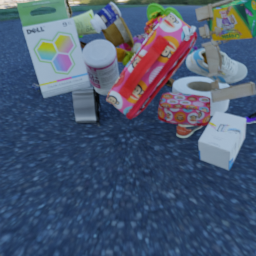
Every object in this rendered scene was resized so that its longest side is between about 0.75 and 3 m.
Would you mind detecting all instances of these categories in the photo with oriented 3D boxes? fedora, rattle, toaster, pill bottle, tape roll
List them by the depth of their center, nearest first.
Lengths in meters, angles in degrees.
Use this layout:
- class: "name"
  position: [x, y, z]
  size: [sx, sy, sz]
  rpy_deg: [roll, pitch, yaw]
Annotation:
- class: "pill bottle"
  position: [-0.684, -3.263, 8.336]
  size: [0.863, 0.499, 0.499]
  rpy_deg: [-40, 38, -2]
- class: "pill bottle"
  position: [-0.815, -1.857, 8.993]
  size: [1.005, 1.773, 1.005]
  rpy_deg: [-1, 65, 3]
- class: "rattle"
  position: [0.088, -1.897, 9.285]
  size: [1.301, 1.821, 1.185]
  rpy_deg: [2, -20, -37]
- class: "fedora"
  position: [-0.492, -3.425, 9.970]
  size: [0.748, 1.835, 1.835]
  rpy_deg: [-33, 34, 0]
- class: "toaster"
  position: [-1.563, -1.007, 10.859]
  size: [0.934, 1.423, 1.573]
  rpy_deg: [-4, 29, -1]
- class: "tape roll"
  position: [3.101, -1.414, 12.093]
  size: [2.457, 0.859, 2.457]
  rpy_deg: [0, 30, 0]

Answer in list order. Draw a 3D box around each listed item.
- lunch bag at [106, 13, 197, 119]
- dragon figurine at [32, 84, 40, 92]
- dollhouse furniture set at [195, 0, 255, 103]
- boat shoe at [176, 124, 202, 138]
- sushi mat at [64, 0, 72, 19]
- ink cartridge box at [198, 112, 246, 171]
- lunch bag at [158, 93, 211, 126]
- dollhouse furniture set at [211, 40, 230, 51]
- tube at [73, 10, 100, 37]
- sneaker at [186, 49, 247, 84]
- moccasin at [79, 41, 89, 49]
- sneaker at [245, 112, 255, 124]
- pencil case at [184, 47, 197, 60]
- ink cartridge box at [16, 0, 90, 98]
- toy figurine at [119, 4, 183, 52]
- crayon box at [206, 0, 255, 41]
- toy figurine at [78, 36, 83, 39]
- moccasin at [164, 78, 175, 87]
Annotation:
- class: "lunch bag"
  position: [0.515, -1.381, 6.369]
  size: [0.986, 2.407, 2.120]
  rpy_deg: [39, 18, 1]
- class: "dragon figurine"
  position: [-3.666, -2.138, 13.619]
  size: [1.981, 0.985, 0.583]
  rpy_deg: [4, 23, -32]
- class: "dollhouse furniture set"
  position: [2.789, -2.168, 8.054]
  size: [1.145, 2.585, 1.340]
  rpy_deg: [-10, 8, 20]
- class: "boat shoe"
  position: [2.337, -0.251, 10.343]
  size: [0.659, 0.580, 1.853]
  rpy_deg: [18, 33, 32]
- class: "sushi mat"
  position: [-2.257, -2.938, 9.163]
  size: [0.179, 2.957, 1.415]
  rpy_deg: [-4, 59, -26]
- class: "ink cartridge box"
  position: [2.172, 0.273, 6.450]
  size: [0.731, 0.744, 1.011]
  rpy_deg: [19, 57, 32]
- class: "lunch bag"
  position: [1.700, -0.650, 8.445]
  size: [1.525, 0.625, 1.343]
  rpy_deg: [8, 34, 12]
- class: "dollhouse furniture set"
  position: [3.941, -3.496, 11.079]
  size: [1.079, 0.478, 0.559]
  rpy_deg: [-28, -22, 31]
- class: "tube"
  position: [-1.837, -4.088, 11.126]
  size: [0.682, 0.762, 2.625]
  rpy_deg: [28, 32, 6]
- class: "sneaker"
  position: [3.258, -2.160, 9.886]
  size: [2.314, 0.885, 0.935]
  rpy_deg: [9, -8, -15]
- class: "moccasin"
  position: [-1.801, -3.663, 12.507]
  size: [0.841, 0.325, 0.308]
  rpy_deg: [23, 43, 11]
- class: "sneaker"
  position: [4.792, -0.416, 10.766]
  size: [0.878, 0.437, 0.305]
  rpy_deg: [-3, 30, -6]
- class: "pencil case"
  position: [3.528, -5.236, 18.640]
  size: [1.060, 0.976, 2.293]
  rpy_deg: [-35, 37, -4]
- class: "ink cartridge box"
  position: [-1.670, -1.830, 6.311]
  size: [1.094, 2.107, 0.625]
  rpy_deg: [-16, 16, -14]
- class: "toy figurine"
  position: [0.728, -3.718, 11.581]
  size: [2.314, 1.888, 2.514]
  rpy_deg: [-40, 22, -10]
- class: "crayon box"
  position: [3.225, -3.314, 8.672]
  size: [0.509, 1.039, 1.749]
  rpy_deg: [-33, 24, -14]
- class: "toy figurine"
  position: [-2.559, -3.487, 12.632]
  size: [1.063, 1.303, 1.415]
  rpy_deg: [-4, 25, -11]
- class: "moccasin"
  position: [1.925, -2.388, 14.290]
  size: [0.455, 0.431, 1.179]
  rpy_deg: [-12, 40, -36]
